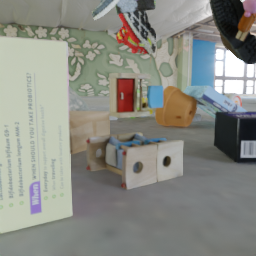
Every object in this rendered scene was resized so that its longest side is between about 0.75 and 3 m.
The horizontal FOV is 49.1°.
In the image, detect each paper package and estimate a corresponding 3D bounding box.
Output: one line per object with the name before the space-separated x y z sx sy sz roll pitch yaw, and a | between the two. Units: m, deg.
paper package | -1.220 0.033 5.805 1.286 0.698 1.349 5 10 30

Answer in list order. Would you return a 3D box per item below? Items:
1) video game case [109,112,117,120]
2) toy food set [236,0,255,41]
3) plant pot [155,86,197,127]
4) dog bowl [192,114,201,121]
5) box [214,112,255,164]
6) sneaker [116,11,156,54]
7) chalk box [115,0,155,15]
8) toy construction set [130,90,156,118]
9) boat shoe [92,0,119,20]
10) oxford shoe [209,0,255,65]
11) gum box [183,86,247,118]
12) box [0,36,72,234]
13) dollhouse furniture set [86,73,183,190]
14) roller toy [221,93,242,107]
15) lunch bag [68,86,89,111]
video game case | -1.414 -0.481 11.329 1.604 0.206 1.765 -2 9 -15
toy food set | 3.286 -3.278 7.208 0.426 1.720 2.706 29 -18 12
plant pot | 1.549 -0.594 8.712 0.894 1.277 1.277 20 18 30
dog bowl | 2.392 -0.399 10.606 0.780 0.229 0.780 1 8 0
box | 2.718 0.118 5.012 1.987 0.784 1.402 0 5 2
sneaker | 0.107 -3.335 9.831 1.251 1.135 2.947 -2 -14 20
chalk box | 0.070 -2.901 5.255 0.768 1.230 0.762 -6 36 6
toy construction set | 0.923 -0.917 11.200 2.367 1.090 1.552 8 -16 1
boat shoe | -0.184 -1.931 3.866 0.308 0.997 0.363 44 7 -17
oxford shoe | 3.112 -3.122 8.692 0.945 2.600 1.098 -34 24 3
gum box | 2.791 -0.716 8.985 1.747 0.458 2.057 33 5 -8
box | -1.478 0.059 2.378 1.795 1.579 0.868 -6 10 -30
dollhouse furniture set | 0.065 -0.052 3.839 0.982 1.401 0.987 -6 10 -36
roller toy | 4.048 -0.904 11.273 1.135 1.035 0.793 -7 11 -41
lunch bag | -2.668 -0.606 7.236 2.780 1.634 2.280 12 10 27
